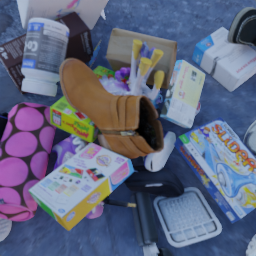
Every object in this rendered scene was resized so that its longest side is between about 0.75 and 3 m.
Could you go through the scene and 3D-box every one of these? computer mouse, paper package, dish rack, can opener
[{"bbox_3d":[0.319,1.329,6.730,2.343,0.539,1.645,12,22,-2],"label":"computer mouse"},{"bbox_3d":[0.439,-2.000,8.297,1.814,1.729,0.938,15,85,9],"label":"paper package"},{"bbox_3d":[1.391,2.167,6.784,1.267,0.321,1.477,-15,37,-6],"label":"dish rack"},{"bbox_3d":[0.560,2.625,6.761,0.733,0.581,2.206,2,60,-33],"label":"can opener"}]

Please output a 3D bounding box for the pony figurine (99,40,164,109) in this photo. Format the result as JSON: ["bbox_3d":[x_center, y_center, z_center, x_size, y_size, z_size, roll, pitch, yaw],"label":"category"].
[{"bbox_3d":[0.195,-1.069,7.273,1.802,2.164,2.089,6,37,-15],"label":"pony figurine"}]

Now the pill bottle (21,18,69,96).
[{"bbox_3d":[-2.225,-1.812,7.416,1.049,1.049,1.844,10,92,5],"label":"pill bottle"}]

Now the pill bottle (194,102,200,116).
[{"bbox_3d":[1.597,-0.772,8.090,0.580,1.031,0.580,-29,44,32],"label":"pill bottle"}]

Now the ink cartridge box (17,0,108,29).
[{"bbox_3d":[-2.026,-4.411,8.983,2.770,1.734,1.780,-11,81,-28],"label":"ink cartridge box"}]

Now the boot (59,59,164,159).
[{"bbox_3d":[-0.400,-0.487,6.149,1.031,2.088,2.689,-29,101,-29],"label":"boot"}]

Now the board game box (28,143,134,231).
[{"bbox_3d":[-1.020,1.161,6.162,1.875,0.378,1.435,-38,37,-30],"label":"board game box"}]

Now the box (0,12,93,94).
[{"bbox_3d":[-2.479,-2.309,8.705,2.699,1.351,1.011,-33,67,-14],"label":"box"}]

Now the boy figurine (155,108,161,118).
[{"bbox_3d":[0.230,-0.333,8.209,1.393,0.449,0.866,-21,80,-13],"label":"boy figurine"}]

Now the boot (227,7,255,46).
[{"bbox_3d":[4.404,-2.675,8.031,2.872,1.037,2.169,-19,42,-40],"label":"boot"}]

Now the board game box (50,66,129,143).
[{"bbox_3d":[-0.915,-0.770,7.882,1.264,0.593,2.489,25,45,11],"label":"board game box"}]

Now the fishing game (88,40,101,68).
[{"bbox_3d":[-1.103,-2.323,8.929,0.153,0.986,0.706,27,64,-5],"label":"fishing game"}]

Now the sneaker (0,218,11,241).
[{"bbox_3d":[-4.143,1.919,6.843,2.701,1.072,1.059,39,44,-8],"label":"sneaker"}]

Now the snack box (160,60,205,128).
[{"bbox_3d":[1.415,-0.851,7.139,0.883,0.282,1.521,23,80,-31],"label":"snack box"}]

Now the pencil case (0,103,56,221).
[{"bbox_3d":[-2.710,0.729,7.051,1.374,1.331,2.933,12,54,-10],"label":"pencil case"}]

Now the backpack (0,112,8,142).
[{"bbox_3d":[-4.319,0.251,7.181,2.107,1.924,1.418,-8,79,11],"label":"backpack"}]

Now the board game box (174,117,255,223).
[{"bbox_3d":[2.436,0.932,6.981,1.561,0.397,2.306,-23,65,-27],"label":"board game box"}]

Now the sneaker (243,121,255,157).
[{"bbox_3d":[4.451,-0.273,7.535,2.970,1.265,1.144,-33,67,2],"label":"sneaker"}]

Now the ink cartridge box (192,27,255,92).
[{"bbox_3d":[3.162,-2.217,8.979,1.293,0.758,1.766,-35,69,-17],"label":"ink cartridge box"}]

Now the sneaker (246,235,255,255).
[{"bbox_3d":[2.862,3.097,6.014,2.849,1.155,1.071,-37,67,-12],"label":"sneaker"}]

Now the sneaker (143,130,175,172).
[{"bbox_3d":[0.424,0.496,7.340,1.229,0.676,1.679,10,29,26],"label":"sneaker"}]

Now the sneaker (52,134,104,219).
[{"bbox_3d":[-1.357,1.235,7.236,1.061,0.966,2.401,-20,61,-3],"label":"sneaker"}]
